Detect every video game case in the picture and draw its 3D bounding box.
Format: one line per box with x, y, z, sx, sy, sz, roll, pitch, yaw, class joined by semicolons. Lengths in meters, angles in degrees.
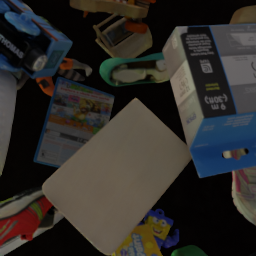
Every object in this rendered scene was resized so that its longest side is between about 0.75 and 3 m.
-1.177;-0.027;6.381;1.399;0.174;1.955;17;77;-21;video game case

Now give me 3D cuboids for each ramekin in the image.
-3.254;-0.093;5.839;1.353;2.906;2.906;10;75;-28;ramekin

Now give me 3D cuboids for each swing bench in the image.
-0.144;-2.936;9.092;1.393;0.908;1.400;-37;80;-8;swing bench

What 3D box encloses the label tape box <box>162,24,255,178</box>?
1.865;-0.568;5.081;1.845;0.851;2.575;-7;73;-16;label tape box

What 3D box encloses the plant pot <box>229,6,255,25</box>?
3.780;-1.815;8.186;2.610;2.610;2.265;28;94;6;plant pot

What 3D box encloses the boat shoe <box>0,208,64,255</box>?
-2.979;2.802;7.833;2.410;0.843;0.799;-31;80;1;boat shoe

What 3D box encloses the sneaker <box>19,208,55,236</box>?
-2.189;2.138;6.528;0.378;1.069;0.530;36;112;40;sneaker

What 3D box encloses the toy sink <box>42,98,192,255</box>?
-0.218;0.922;5.367;1.572;1.351;2.412;43;66;4;toy sink

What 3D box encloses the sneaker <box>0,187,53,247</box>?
-1.694;1.482;4.738;0.696;1.807;0.767;-14;92;37;sneaker

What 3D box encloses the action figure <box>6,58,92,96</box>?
-2.877;-1.763;8.467;2.865;2.962;1.549;36;43;-14;action figure

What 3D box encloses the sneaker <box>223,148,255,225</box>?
2.734;1.019;6.025;0.911;0.988;2.240;-10;67;-9;sneaker

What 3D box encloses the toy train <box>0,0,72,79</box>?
-2.591;-2.141;5.753;2.809;1.605;1.217;39;110;5;toy train

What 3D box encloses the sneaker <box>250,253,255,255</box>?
3.584;4.040;7.485;2.748;0.906;1.077;-21;82;-3;sneaker

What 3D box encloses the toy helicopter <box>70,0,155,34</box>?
-0.571;-3.092;6.930;1.767;2.672;1.054;27;119;18;toy helicopter

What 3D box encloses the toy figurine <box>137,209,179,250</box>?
0.502;2.923;7.866;2.543;1.341;1.523;24;49;3;toy figurine

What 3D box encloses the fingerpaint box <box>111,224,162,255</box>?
0.329;3.189;4.745;0.834;2.275;1.898;-8;115;-12;fingerpaint box

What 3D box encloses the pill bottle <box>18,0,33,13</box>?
-3.916;-3.615;9.020;2.414;1.339;1.339;40;80;9;pill bottle

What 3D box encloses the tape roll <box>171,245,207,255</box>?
1.399;3.284;5.644;0.402;1.672;1.672;-10;77;-17;tape roll

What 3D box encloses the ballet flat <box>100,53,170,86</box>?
0.473;-1.442;7.286;2.390;0.805;0.841;-7;37;-8;ballet flat
